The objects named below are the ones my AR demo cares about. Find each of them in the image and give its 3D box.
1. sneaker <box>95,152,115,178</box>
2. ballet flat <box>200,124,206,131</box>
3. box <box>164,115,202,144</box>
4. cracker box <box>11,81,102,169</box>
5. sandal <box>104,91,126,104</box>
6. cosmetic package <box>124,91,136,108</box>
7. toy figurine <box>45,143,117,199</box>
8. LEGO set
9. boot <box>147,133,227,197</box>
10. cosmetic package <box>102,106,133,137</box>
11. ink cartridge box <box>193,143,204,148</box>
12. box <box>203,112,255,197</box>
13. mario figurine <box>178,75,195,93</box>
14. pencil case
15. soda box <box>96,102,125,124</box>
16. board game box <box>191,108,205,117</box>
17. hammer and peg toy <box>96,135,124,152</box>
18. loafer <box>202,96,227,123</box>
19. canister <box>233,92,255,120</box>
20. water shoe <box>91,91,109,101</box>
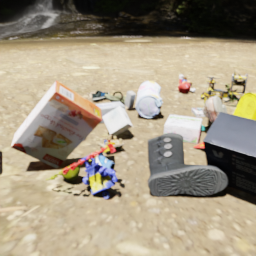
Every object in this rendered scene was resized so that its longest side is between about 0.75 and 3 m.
[{"bbox_3d":[-0.799,1.264,9.237,0.643,0.566,1.441,7,26,-17],"label":"sneaker"},{"bbox_3d":[2.992,-0.082,12.383,0.956,0.332,0.332,21,31,26],"label":"ballet flat"},{"bbox_3d":[2.294,0.020,11.686,1.402,0.678,1.237,8,26,16],"label":"box"},{"bbox_3d":[-2.245,-0.001,8.804,1.688,2.520,0.727,32,27,-29],"label":"cracker box"},{"bbox_3d":[-0.556,-1.680,15.139,0.773,0.556,1.947,32,15,20],"label":"sandal"},{"bbox_3d":[0.106,-1.453,14.406,0.355,0.787,0.420,-14,43,-31],"label":"cosmetic package"},{"bbox_3d":[-1.093,1.529,7.980,2.271,1.360,1.198,-30,-1,32],"label":"toy figurine"},{"bbox_3d":[5.533,-2.263,15.611,2.845,1.649,2.188,11,26,22],"label":"LEGO set"},{"bbox_3d":[1.754,1.042,9.114,2.275,0.906,2.760,-3,21,6],"label":"boot"},{"bbox_3d":[-0.447,-0.252,11.461,0.885,0.882,0.544,-32,-23,14],"label":"cosmetic package"},{"bbox_3d":[3.696,0.255,10.761,2.052,0.514,1.651,-18,8,-35],"label":"ink cartridge box"},{"bbox_3d":[3.346,0.824,7.867,1.998,2.032,1.193,18,59,33],"label":"box"},{"bbox_3d":[3.727,-2.787,17.661,1.137,0.976,1.841,8,24,13],"label":"mario figurine"},{"bbox_3d":[1.078,-1.527,14.358,1.308,1.199,2.884,-38,15,17],"label":"pencil case"},{"bbox_3d":[-1.301,-0.675,13.200,2.268,0.719,0.774,-10,26,-21],"label":"soda box"},{"bbox_3d":[3.896,-0.794,14.095,1.201,0.208,0.758,-2,24,-6],"label":"board game box"},{"bbox_3d":[-0.724,0.598,10.724,0.810,0.388,1.102,-11,13,-24],"label":"hammer and peg toy"},{"bbox_3d":[3.648,-0.629,12.045,0.933,1.067,2.969,-10,-9,26],"label":"loafer"},{"bbox_3d":[4.873,0.051,9.454,2.541,1.887,1.100,15,18,-11],"label":"canister"},{"bbox_3d":[-1.569,-1.931,16.047,0.457,0.505,1.280,2,23,38],"label":"water shoe"}]
